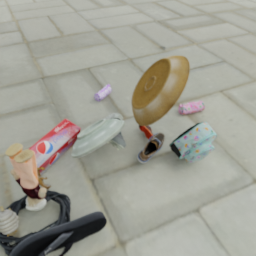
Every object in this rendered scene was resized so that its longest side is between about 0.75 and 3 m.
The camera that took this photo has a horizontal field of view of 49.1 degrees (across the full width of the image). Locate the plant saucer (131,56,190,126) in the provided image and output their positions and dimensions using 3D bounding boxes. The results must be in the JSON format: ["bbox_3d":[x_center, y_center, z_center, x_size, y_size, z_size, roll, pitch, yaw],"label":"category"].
[{"bbox_3d":[0.823,-1.261,8.669,0.446,2.517,2.517,30,33,-26],"label":"plant saucer"}]

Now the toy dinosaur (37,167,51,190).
[{"bbox_3d":[-2.954,1.495,8.741,1.253,0.666,0.379,31,7,2],"label":"toy dinosaur"}]

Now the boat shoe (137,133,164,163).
[{"bbox_3d":[0.896,0.633,9.707,0.526,0.527,1.455,38,57,3],"label":"boat shoe"}]

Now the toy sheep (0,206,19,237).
[{"bbox_3d":[-3.201,2.460,7.404,0.611,0.886,0.611,-21,13,5],"label":"toy sheep"}]

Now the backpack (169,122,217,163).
[{"bbox_3d":[2.297,0.499,9.424,1.095,1.428,1.256,50,17,24],"label":"backpack"}]

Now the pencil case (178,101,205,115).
[{"bbox_3d":[2.694,-0.869,11.958,1.115,0.487,0.487,-10,42,-14],"label":"pencil case"}]

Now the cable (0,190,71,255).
[{"bbox_3d":[-2.662,2.566,8.003,2.144,0.545,1.750,-30,44,-24],"label":"cable"}]

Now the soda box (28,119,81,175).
[{"bbox_3d":[-2.651,0.661,9.826,0.781,0.707,2.230,32,50,11],"label":"soda box"}]

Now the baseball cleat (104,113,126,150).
[{"bbox_3d":[-0.507,0.019,9.935,1.139,0.746,2.140,-50,34,-6],"label":"baseball cleat"}]

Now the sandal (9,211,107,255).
[{"bbox_3d":[-1.723,2.908,7.105,2.609,0.992,0.559,-21,49,-18],"label":"sandal"}]

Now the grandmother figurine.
[{"bbox_3d":[-2.583,1.458,7.408,0.638,2.107,1.278,-31,46,-34],"label":"grandmother figurine"}]

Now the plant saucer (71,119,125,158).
[{"bbox_3d":[-1.004,0.185,8.543,1.916,0.481,1.916,-31,13,8],"label":"plant saucer"}]

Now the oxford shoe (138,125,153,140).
[{"bbox_3d":[0.799,0.123,10.733,0.364,0.357,1.003,-10,43,-28],"label":"oxford shoe"}]

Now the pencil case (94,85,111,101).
[{"bbox_3d":[-1.166,-1.603,12.857,0.410,0.418,0.978,19,43,26],"label":"pencil case"}]
